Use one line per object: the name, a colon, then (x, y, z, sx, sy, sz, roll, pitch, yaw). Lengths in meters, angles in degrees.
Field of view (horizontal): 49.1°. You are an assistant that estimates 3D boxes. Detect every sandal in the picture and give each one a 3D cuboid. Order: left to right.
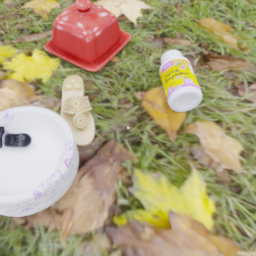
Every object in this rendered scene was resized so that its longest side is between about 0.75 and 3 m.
sandal: (-1.817, -0.866, 9.362, 1.104, 0.990, 3.010, -10, 55, -7)

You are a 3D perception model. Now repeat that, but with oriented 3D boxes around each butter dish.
butter dish: (-1.645, -3.987, 10.957, 2.797, 2.073, 2.805, 28, 59, 19)

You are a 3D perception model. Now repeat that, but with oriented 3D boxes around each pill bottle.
pill bottle: (1.762, -1.725, 9.885, 1.148, 1.148, 2.202, -7, 54, -5)

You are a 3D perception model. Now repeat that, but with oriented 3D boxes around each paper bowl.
paper bowl: (-2.826, 0.951, 7.715, 2.919, 1.518, 2.919, 0, 53, 0)

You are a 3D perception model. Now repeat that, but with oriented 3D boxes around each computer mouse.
computer mouse: (-3.155, 0.318, 7.807, 0.946, 0.249, 0.655, 6, 80, -7)
